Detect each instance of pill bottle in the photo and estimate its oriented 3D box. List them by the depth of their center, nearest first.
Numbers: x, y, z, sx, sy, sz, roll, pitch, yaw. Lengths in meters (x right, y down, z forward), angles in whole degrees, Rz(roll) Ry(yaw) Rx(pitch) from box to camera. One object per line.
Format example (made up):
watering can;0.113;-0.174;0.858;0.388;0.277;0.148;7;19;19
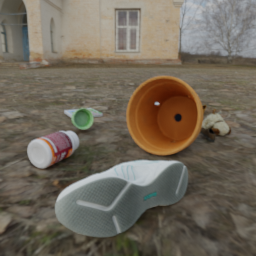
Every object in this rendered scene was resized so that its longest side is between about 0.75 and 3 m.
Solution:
pill bottle;-1.931;0.516;7.463;0.754;0.754;1.336;8;17;26

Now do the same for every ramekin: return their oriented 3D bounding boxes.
ramekin;-1.688;-0.332;10.189;0.772;0.772;0.377;-8;7;-28

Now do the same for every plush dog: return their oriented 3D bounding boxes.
plush dog;3.188;-0.093;9.929;1.072;0.860;0.921;-6;40;-22

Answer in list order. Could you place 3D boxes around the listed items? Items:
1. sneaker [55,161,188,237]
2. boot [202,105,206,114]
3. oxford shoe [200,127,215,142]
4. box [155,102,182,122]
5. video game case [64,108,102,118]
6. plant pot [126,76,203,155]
sneaker;-0.128;1.153;5.099;2.787;0.980;1.117;-5;8;-43
boot;2.658;-0.480;10.823;0.335;0.681;0.952;37;55;16
oxford shoe;2.688;0.142;9.373;0.308;0.358;0.849;7;22;-21
box;1.328;-0.543;11.192;1.601;0.833;1.458;-3;15;-10
video game case;-2.091;-0.673;12.944;1.353;0.164;1.486;-9;18;-28
plant pot;1.275;-0.326;8.382;2.204;2.204;1.543;9;3;30
